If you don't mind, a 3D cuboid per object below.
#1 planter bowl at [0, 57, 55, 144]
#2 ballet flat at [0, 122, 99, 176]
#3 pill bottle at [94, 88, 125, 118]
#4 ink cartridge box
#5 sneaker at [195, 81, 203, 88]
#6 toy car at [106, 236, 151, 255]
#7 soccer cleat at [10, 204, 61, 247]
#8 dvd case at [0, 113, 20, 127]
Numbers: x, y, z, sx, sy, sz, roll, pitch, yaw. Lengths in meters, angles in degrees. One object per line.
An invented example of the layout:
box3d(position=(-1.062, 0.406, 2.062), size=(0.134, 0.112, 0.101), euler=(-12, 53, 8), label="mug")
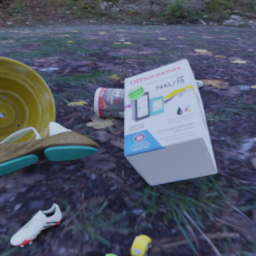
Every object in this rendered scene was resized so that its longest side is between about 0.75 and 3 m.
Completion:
box3d(position=(-3.626, -0.403, 7.976), size=(2.952, 2.952, 1.230), euler=(-9, 1, -19), label="planter bowl")
box3d(position=(-2.269, 0.437, 7.301), size=(2.896, 0.982, 1.048), euler=(-13, 65, -10), label="ballet flat")
box3d(position=(-0.201, -0.894, 10.363), size=(1.936, 1.072, 1.072), euler=(4, 25, 9), label="pill bottle")
box3d(position=(0.935, -0.094, 6.531), size=(1.616, 1.608, 2.203), euler=(-15, 51, 19), label="ink cartridge box")
box3d(position=(3.182, -2.048, 13.790), size=(0.985, 0.373, 0.517), euler=(-3, 36, 11), label="sneaker")
box3d(position=(-0.025, 2.227, 4.636), size=(1.069, 0.253, 1.136), euler=(-4, 25, -8), label="toy car")
box3d(position=(-1.729, 1.820, 5.290), size=(1.034, 0.441, 0.355), euler=(-22, 33, -40), label="soccer cleat")
box3d(position=(-4.937, -0.160, 9.797), size=(1.886, 0.233, 1.418), euler=(-17, 31, -31), label="dvd case")
